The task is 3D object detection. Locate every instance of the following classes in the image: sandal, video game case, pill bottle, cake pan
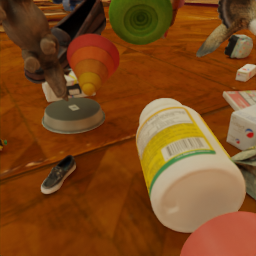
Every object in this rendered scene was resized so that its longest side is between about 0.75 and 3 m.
[{"bbox_3d":[-1.465,-4.522,9.237,2.351,0.934,1.024,-28,67,-5],"label":"sandal"},{"bbox_3d":[4.765,-0.903,9.867,2.336,0.204,1.670,-1,30,-2],"label":"video game case"},{"bbox_3d":[1.054,0.520,5.940,1.662,1.662,2.947,-3,31,-6],"label":"pill bottle"},{"bbox_3d":[-1.742,-0.470,8.952,2.003,0.367,2.003,0,30,0],"label":"cake pan"}]

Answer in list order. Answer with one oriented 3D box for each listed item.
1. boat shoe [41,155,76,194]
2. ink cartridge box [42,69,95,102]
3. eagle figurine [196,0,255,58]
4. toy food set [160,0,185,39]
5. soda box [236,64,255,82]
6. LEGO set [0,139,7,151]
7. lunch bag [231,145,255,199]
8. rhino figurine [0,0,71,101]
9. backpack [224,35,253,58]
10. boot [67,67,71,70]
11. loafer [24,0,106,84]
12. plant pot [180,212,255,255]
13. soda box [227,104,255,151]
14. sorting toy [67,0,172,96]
[{"bbox_3d":[-1.570,1.007,6.368,0.401,0.380,1.147,14,33,23],"label":"boat shoe"},{"bbox_3d":[-2.291,-1.684,10.671,1.799,0.745,1.311,-12,32,-20],"label":"ink cartridge box"},{"bbox_3d":[3.111,-3.011,7.793,2.394,1.817,1.807,-8,17,-9],"label":"eagle figurine"},{"bbox_3d":[1.499,-3.966,8.756,0.439,2.788,1.772,18,-7,6],"label":"toy food set"},{"bbox_3d":[5.208,-2.433,12.314,0.440,0.412,1.293,22,37,33],"label":"soda box"},{"bbox_3d":[-3.802,0.281,6.759,1.663,1.279,0.964,-13,15,-34],"label":"LEGO set"},{"bbox_3d":[3.095,0.870,6.021,1.405,1.007,1.713,-20,29,-30],"label":"lunch bag"},{"bbox_3d":[-1.710,-1.553,5.318,0.778,2.602,1.138,-27,37,-2],"label":"rhino figurine"},{"bbox_3d":[5.968,-4.312,14.852,1.327,1.167,1.018,-17,43,-33],"label":"backpack"},{"bbox_3d":[-2.584,-2.612,12.419,1.275,0.983,2.631,-2,24,36],"label":"boot"},{"bbox_3d":[-1.588,-2.338,7.004,1.034,0.906,2.878,30,63,14],"label":"loafer"},{"bbox_3d":[1.540,2.074,3.059,2.105,2.105,1.862,-4,20,-6],"label":"plant pot"},{"bbox_3d":[4.109,-0.208,7.911,2.765,0.942,0.880,-18,34,-27],"label":"soda box"},{"bbox_3d":[0.056,-1.390,4.320,2.936,1.018,1.011,-33,39,33],"label":"sorting toy"}]
